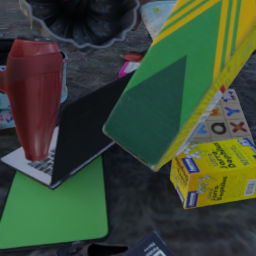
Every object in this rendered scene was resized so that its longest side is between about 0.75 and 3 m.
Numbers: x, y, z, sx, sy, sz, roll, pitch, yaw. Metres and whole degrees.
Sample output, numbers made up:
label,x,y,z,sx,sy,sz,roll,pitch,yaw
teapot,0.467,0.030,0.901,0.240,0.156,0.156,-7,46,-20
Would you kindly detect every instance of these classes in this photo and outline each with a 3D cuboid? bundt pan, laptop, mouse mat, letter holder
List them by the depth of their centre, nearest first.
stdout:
label,x,y,z,sx,sy,sz,roll,pitch,yaw
mouse mat,-1.309,1.196,5.168,1.836,0.086,2.282,-4,31,-6
laptop,-0.843,-0.364,5.454,2.992,1.734,2.802,13,35,40
bundt pan,-1.183,-2.950,6.411,2.786,2.786,1.046,-19,1,-27
letter holder,-0.775,-4.386,8.382,1.448,2.879,2.046,5,65,47

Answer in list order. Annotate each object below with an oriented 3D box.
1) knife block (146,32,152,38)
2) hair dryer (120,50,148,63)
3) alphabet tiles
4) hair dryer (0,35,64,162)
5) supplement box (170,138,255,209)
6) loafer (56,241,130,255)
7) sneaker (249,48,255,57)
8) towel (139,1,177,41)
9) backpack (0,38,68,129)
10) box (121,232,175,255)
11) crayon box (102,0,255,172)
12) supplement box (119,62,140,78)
label,x,y,z,sx,sy,sz,roll,pitch,yaw
knife block,1.765,-4.564,13.704,1.824,0.665,2.078,2,33,4
hair dryer,0.574,-2.494,10.653,2.197,0.784,2.885,-8,24,21
alphabet tiles,1.562,-0.535,6.820,2.364,0.107,2.829,-3,57,-3
hair dryer,-1.595,-0.641,3.518,1.790,2.350,0.639,-30,3,28
supplement box,1.621,0.796,5.086,1.493,0.818,0.813,-7,33,-10
loafer,-0.480,1.768,3.987,1.131,0.356,0.407,2,32,3
sneaker,1.892,-1.834,5.619,0.940,1.027,2.410,-22,-13,31
towel,1.649,-3.027,8.495,2.213,0.533,1.894,-17,70,-22
backpack,-2.962,-1.236,7.023,2.854,2.148,2.533,-18,35,-30
box,0.059,2.417,1.850,2.232,1.376,2.214,-24,47,-33
crayon box,0.723,-0.704,2.259,0.515,2.030,1.288,36,14,15
supplement box,0.746,-1.266,8.205,1.900,0.961,0.982,7,33,11
